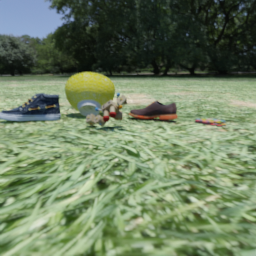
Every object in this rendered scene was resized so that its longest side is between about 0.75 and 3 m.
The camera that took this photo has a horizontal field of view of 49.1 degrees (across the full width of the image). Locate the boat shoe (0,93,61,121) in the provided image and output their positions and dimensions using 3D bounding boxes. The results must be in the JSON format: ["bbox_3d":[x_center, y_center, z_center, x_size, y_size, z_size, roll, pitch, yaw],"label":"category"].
[{"bbox_3d":[-4.514,-0.983,12.895,2.741,1.244,0.970,-2,9,-16],"label":"boat shoe"}]

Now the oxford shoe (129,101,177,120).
[{"bbox_3d":[1.147,-0.848,13.175,2.376,0.862,0.846,2,8,22],"label":"oxford shoe"}]

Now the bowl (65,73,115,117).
[{"bbox_3d":[-1.913,-1.385,13.930,2.554,1.374,2.554,-2,-31,-1],"label":"bowl"}]

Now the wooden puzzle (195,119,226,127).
[{"bbox_3d":[3.659,-0.272,12.477,0.969,0.115,1.635,-11,17,-40],"label":"wooden puzzle"}]

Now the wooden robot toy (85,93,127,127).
[{"bbox_3d":[-0.653,-0.482,11.385,2.180,0.989,0.961,-31,42,25],"label":"wooden robot toy"}]
